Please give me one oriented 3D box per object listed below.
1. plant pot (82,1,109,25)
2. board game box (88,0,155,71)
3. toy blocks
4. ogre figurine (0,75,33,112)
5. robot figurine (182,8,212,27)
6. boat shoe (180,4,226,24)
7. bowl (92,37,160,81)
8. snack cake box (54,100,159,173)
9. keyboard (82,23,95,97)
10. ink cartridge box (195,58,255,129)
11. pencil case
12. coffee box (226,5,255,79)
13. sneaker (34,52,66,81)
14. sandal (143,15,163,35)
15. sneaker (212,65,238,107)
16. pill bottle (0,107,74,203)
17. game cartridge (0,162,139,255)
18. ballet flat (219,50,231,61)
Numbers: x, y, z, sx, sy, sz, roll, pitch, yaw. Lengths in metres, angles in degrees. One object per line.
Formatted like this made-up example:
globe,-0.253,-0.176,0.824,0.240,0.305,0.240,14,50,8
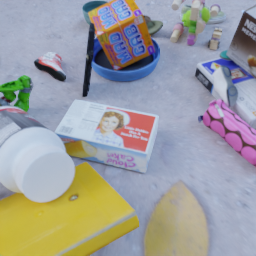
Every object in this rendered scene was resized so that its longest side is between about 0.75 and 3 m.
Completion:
plant pot,-1.191,-4.424,11.189,1.203,0.806,1.203,0,48,0
board game box,-0.210,-3.135,9.227,1.506,1.506,1.507,-25,51,5
toy blocks,2.632,-4.139,10.307,1.884,1.761,1.586,14,56,16
ogre figurine,-3.305,-0.542,7.613,0.925,1.131,1.886,12,51,5
robot figurine,2.730,-4.391,11.142,1.115,0.978,0.645,-1,59,31
boat shoe,3.126,-4.742,11.604,1.892,0.587,0.681,2,49,2
bowl,-0.153,-2.530,9.754,2.505,0.492,2.505,0,49,0
snack cake box,-0.504,0.156,7.186,2.334,0.784,1.342,12,46,10
keyboard,-1.123,-1.804,7.985,0.218,2.112,1.342,6,41,-9
ink cartridge box,3.963,-1.384,8.698,2.728,0.641,2.696,-17,50,-16
pencil case,2.840,0.134,7.122,0.941,0.971,2.073,-36,57,-14
coffee box,4.278,-1.934,7.555,1.137,1.631,2.853,-32,65,-19
sneaker,-2.424,-2.119,9.407,1.417,0.473,0.760,28,57,25
sandal,0.556,-4.128,10.993,1.726,0.492,0.685,26,78,28
sneaker,2.730,-1.135,7.949,0.457,0.534,1.226,3,70,-27
pill bottle,-2.236,0.517,6.023,1.415,1.415,2.557,-34,38,-26
game cartridge,-1.607,1.786,5.268,2.872,0.466,2.532,-24,23,-20
ballet flat,3.364,-2.314,8.928,1.118,0.356,0.377,-20,69,-14
